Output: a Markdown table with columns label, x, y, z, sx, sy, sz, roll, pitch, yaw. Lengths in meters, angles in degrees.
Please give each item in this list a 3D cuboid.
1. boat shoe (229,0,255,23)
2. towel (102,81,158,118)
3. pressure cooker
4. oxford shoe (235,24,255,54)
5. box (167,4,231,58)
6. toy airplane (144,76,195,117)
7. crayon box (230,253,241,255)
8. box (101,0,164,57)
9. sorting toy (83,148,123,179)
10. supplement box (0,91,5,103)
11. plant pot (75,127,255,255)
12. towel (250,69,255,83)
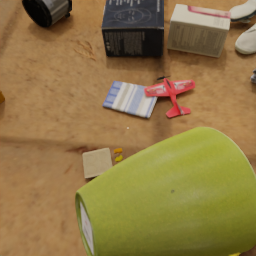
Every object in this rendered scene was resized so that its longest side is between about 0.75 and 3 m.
| label | x | y | z | sx | sy | sz | roll | pitch | yaw |
| --- | --- | --- | --- | --- | --- | --- | --- | --- | --- |
| boat shoe | 4.214 | -4.168 | 10.141 | 0.661 | 0.546 | 1.764 | 38 | 62 | 25 |
| towel | 0.095 | -0.846 | 8.154 | 1.434 | 0.171 | 1.053 | 15 | 59 | 12 |
| pressure cooker | -2.744 | -4.463 | 9.866 | 1.361 | 1.340 | 1.524 | 32 | 65 | 16 |
| oxford shoe | 4.474 | -3.235 | 9.465 | 2.261 | 0.653 | 0.850 | -35 | 66 | -19 |
| box | 2.271 | -3.153 | 9.106 | 1.779 | 1.137 | 0.969 | 14 | 57 | 9 |
| toy airplane | 1.309 | -0.922 | 8.120 | 1.612 | 0.296 | 1.612 | 2 | 56 | -3 |
| crayon box | 1.770 | 1.850 | 6.140 | 1.253 | 0.501 | 1.973 | -26 | 61 | -16 |
| box | 0.212 | -3.411 | 9.208 | 1.881 | 1.186 | 1.914 | 0 | 56 | 6 |
| sorting toy | -0.608 | 0.845 | 6.965 | 1.010 | 0.135 | 0.753 | -13 | 53 | 1 |
| supplement box | -4.941 | -1.153 | 7.670 | 1.956 | 1.299 | 1.930 | 37 | 64 | 22 |
| plant pot | 0.444 | 1.290 | 4.584 | 2.391 | 2.238 | 2.238 | -11 | 56 | -23 |
| towel | 5.094 | -1.691 | 8.227 | 2.436 | 1.042 | 2.017 | -33 | 64 | -22 |
